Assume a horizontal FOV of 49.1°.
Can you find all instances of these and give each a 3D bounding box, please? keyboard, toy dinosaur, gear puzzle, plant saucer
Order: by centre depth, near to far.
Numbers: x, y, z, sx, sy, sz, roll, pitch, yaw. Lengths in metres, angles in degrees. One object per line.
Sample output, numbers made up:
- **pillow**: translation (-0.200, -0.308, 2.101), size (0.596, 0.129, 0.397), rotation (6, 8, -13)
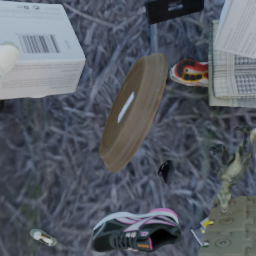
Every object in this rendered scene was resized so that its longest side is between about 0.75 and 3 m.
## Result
- **gear puzzle**: translation (2.013, 1.894, 4.595), size (1.546, 2.985, 0.391), rotation (-11, 97, 25)
- **toy dinosaur**: translation (1.995, 0.467, 5.063), size (2.107, 0.500, 0.929), rotation (-51, 126, -18)
- **plant saucer**: translation (0.007, -0.349, 5.326), size (0.355, 2.413, 2.413), rotation (23, 80, -14)
- **keyboard**: translation (1.045, -2.875, 6.351), size (1.335, 0.802, 0.171), rotation (-14, 54, 5)

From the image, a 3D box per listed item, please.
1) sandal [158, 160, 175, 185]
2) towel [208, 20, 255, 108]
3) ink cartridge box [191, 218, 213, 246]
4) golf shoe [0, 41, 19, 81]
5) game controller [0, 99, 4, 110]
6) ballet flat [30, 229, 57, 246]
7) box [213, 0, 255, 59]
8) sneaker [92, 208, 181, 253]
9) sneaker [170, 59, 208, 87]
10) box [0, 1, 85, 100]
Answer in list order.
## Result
- **sandal**: translation (0.809, 0.917, 6.067), size (0.260, 1.214, 0.462), rotation (15, 87, 4)
- **towel**: translation (3.336, -1.751, 7.807), size (2.344, 0.420, 2.434), rotation (-2, 93, -16)
- **ink cartridge box**: translation (2.279, 2.871, 7.544), size (0.830, 0.197, 0.840), rotation (-34, 79, -6)
- **golf shoe**: translation (-2.224, -0.802, 4.568), size (1.331, 0.521, 0.647), rotation (-44, 59, 2)
- **game controller**: translation (-4.409, -1.599, 8.310), size (1.298, 0.524, 2.488), rotation (-4, 79, -16)
- **ballet flat**: translation (-2.286, 2.925, 7.497), size (0.783, 0.249, 0.264), rotation (23, 79, 4)
- **box**: translation (2.559, -2.556, 5.945), size (0.956, 1.462, 1.455), rotation (17, 56, 8)
- **sneaker**: translation (0.124, 1.501, 3.949), size (1.315, 0.568, 0.528), rotation (-15, 104, -5)
- **sneaker**: translation (2.140, -1.571, 8.113), size (1.987, 0.816, 0.773), rotation (6, 88, -16)
- **box**: translation (-2.111, -1.695, 6.074), size (1.770, 1.163, 1.779), rotation (-10, 63, -32)
